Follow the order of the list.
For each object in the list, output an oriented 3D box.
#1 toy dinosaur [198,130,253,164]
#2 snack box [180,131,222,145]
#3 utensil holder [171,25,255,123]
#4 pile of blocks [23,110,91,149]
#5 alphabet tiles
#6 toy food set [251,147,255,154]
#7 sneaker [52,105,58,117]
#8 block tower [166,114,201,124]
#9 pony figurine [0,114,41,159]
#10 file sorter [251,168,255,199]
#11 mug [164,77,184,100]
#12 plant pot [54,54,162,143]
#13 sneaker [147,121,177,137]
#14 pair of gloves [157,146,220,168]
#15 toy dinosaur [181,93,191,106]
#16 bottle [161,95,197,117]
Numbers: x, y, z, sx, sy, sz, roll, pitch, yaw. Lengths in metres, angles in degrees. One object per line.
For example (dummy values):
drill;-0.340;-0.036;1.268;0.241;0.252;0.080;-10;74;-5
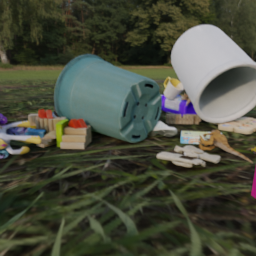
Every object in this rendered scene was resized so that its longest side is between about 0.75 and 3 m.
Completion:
toy dinosaur;2.412;0.377;7.444;0.958;0.545;1.804;-12;25;0
snack box;2.251;0.309;8.586;1.258;0.233;0.731;3;13;12
utensil holder;3.169;-2.074;10.478;2.548;2.548;2.998;-3;44;-14
pile of blocks;-2.442;-0.043;8.580;2.986;0.928;1.226;7;15;29
alphabet tiles;4.393;-0.116;10.553;2.292;0.171;2.344;12;18;40
toy food set;3.384;0.673;6.885;0.522;0.290;0.888;-3;7;2
sneaker;-1.558;-0.631;9.905;2.549;1.056;0.904;-6;-2;15
block tower;2.175;-0.353;11.120;1.350;0.365;0.390;1;10;10
pony figurine;-3.355;0.138;7.235;1.694;1.411;1.635;0;31;-40
file sorter;2.677;0.999;4.618;0.651;0.722;1.038;1;13;-11
mug;1.939;-1.691;12.276;0.732;0.750;0.914;22;41;-11
plant pot;-0.506;-0.825;8.974;2.596;2.650;2.650;22;24;37
sneaker;1.069;-0.003;8.999;1.150;0.404;0.461;3;55;39
pair of gloves;1.497;0.664;6.813;1.143;0.236;1.344;15;15;40
toy dinosaur;2.674;-1.308;11.629;0.818;0.518;1.208;19;40;0
bottle;2.228;-1.082;13.080;1.146;0.896;2.744;-4;14;-24
